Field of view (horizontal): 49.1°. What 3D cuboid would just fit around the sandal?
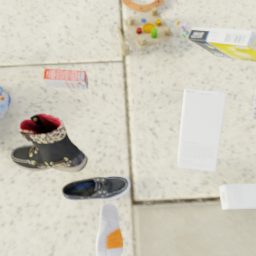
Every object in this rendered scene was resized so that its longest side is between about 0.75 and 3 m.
[{"bbox_3d":[-0.507,2.903,7.593,0.693,0.518,1.808,7,34,-7],"label":"sandal"}]

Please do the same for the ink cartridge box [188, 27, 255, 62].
[{"bbox_3d":[3.528,-2.563,9.101,2.317,2.345,0.551,29,100,52],"label":"ink cartridge box"}]

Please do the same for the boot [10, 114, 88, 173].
[{"bbox_3d":[-2.576,0.470,8.095,2.516,1.895,0.921,5,52,18],"label":"boot"}]

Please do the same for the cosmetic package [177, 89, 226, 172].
[{"bbox_3d":[1.965,0.056,7.684,1.081,0.787,2.126,7,105,8],"label":"cosmetic package"}]

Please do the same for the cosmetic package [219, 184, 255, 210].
[{"bbox_3d":[4.250,2.467,10.066,1.699,0.629,0.864,0,69,-2],"label":"cosmetic package"}]

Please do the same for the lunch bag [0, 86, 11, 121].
[{"bbox_3d":[-6.140,-0.746,11.084,2.184,1.030,2.726,20,71,10],"label":"lunch bag"}]

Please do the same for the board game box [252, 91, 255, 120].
[{"bbox_3d":[4.421,-0.789,8.809,1.540,0.267,0.972,-9,106,-41],"label":"board game box"}]

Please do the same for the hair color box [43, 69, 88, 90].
[{"bbox_3d":[-2.258,-1.776,10.298,1.488,0.825,0.476,4,77,0],"label":"hair color box"}]

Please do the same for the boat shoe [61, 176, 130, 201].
[{"bbox_3d":[-1.171,2.135,10.067,2.495,0.826,0.872,-4,69,-1],"label":"boat shoe"}]

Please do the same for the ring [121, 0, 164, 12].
[{"bbox_3d":[0.713,-6.537,13.713,2.265,0.217,2.265,0,70,0],"label":"ring"}]

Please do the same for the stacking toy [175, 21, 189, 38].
[{"bbox_3d":[2.275,-3.888,11.135,0.191,0.812,0.612,-47,34,-2],"label":"stacking toy"}]

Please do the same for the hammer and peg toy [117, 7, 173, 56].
[{"bbox_3d":[0.574,-4.322,12.517,2.396,0.845,1.763,-24,71,-9],"label":"hammer and peg toy"}]
